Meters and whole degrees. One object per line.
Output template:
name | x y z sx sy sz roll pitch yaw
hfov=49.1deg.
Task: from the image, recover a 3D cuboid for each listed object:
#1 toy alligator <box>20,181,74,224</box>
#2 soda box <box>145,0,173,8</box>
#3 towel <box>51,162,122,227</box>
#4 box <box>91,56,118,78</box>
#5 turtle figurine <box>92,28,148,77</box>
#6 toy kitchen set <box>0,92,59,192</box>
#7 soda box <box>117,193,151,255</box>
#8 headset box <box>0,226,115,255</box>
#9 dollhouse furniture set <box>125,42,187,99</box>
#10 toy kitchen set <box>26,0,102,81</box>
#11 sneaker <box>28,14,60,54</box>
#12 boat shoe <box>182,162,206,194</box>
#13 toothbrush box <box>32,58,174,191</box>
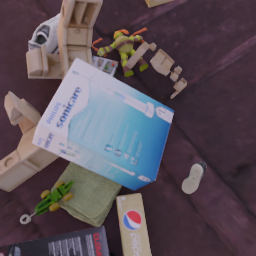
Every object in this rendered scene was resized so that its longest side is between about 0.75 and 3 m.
toy alligator | -1.962 1.846 6.979 1.539 0.370 0.510 -35 69 -14
soda box | 1.252 -4.775 10.045 1.254 0.425 0.401 -20 69 -8
towel | -0.924 1.359 7.569 1.630 0.401 2.197 27 71 11
box | -0.992 -1.409 8.743 0.946 0.298 1.718 15 69 6
turtle figurine | 0.005 -2.557 9.000 2.028 0.653 1.636 -22 76 -19
toy kitchen set | -3.114 0.217 7.258 1.699 1.536 1.883 -36 54 -2
soda box | 0.141 2.641 6.920 0.641 0.606 1.894 -7 67 -5
headset box | -1.449 3.341 6.045 2.615 1.010 1.946 -1 66 -25
dollhouse furniture set | 0.934 -1.775 8.606 1.756 0.777 0.910 40 36 -7
toy kitchen set | -1.712 -2.212 7.499 1.801 1.992 2.208 -4 75 -24
sneaker | -2.412 -3.114 9.091 0.862 0.909 2.257 19 64 11
boat shoe | 1.713 1.297 7.217 0.379 1.055 0.357 35 39 23
toothbrush box | -0.542 -0.043 6.937 2.852 1.216 2.088 27 58 -13
